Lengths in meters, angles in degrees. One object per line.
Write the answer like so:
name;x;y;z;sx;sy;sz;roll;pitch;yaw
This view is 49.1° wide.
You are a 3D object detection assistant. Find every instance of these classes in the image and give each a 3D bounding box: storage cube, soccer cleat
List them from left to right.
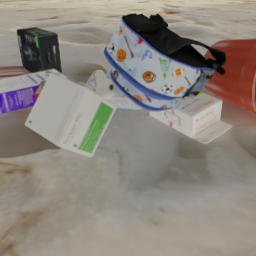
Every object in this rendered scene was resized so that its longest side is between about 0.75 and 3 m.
storage cube;-2.344;-0.836;9.195;1.251;1.125;1.070;-2;31;-2
soccer cleat;-0.824;-1.487;9.688;0.679;0.607;1.751;-8;38;-1

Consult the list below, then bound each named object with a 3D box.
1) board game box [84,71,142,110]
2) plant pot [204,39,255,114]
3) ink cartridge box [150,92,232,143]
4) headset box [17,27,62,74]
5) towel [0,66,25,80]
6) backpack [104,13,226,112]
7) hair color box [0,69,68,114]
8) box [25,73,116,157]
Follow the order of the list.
board game box;-0.486;-1.509;10.879;2.314;0.502;2.303;5;32;8
plant pot;4.213;-1.925;9.776;2.793;2.793;2.716;-15;26;-24
ink cartridge box;1.960;-0.549;8.897;1.391;0.806;2.388;-28;41;-29
headset box;-4.055;-3.491;12.952;1.003;1.882;2.162;-25;40;-37
towel;-5.473;-2.008;12.000;2.077;0.328;2.883;-9;33;-19
backpack;0.705;-1.780;7.492;2.885;2.223;2.748;41;22;23
hair color box;-3.665;-1.427;10.488;2.601;0.843;1.422;-21;34;-28
box;-1.510;-0.342;7.461;1.598;1.591;1.369;25;-2;37
